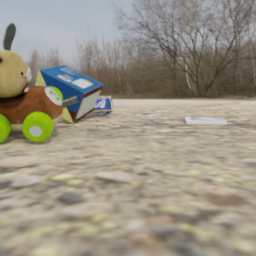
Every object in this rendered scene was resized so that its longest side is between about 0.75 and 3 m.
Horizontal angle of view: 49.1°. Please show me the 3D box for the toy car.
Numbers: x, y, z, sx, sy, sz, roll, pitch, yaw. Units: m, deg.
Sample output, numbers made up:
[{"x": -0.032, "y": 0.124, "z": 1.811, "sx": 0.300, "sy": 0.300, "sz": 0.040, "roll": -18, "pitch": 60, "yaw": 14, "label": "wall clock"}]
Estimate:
[{"x": -2.720, "y": -1.198, "z": 6.920, "sx": 1.977, "sy": 2.506, "sz": 2.058, "roll": -2, "pitch": 30, "yaw": -3, "label": "toy car"}]

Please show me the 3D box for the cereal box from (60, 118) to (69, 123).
[{"x": -2.627, "y": -0.354, "z": 12.075, "sx": 0.612, "sy": 0.168, "sz": 0.850, "roll": -4, "pitch": 9, "yaw": -25, "label": "cereal box"}]

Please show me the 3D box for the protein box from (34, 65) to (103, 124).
[{"x": -2.525, "y": -1.510, "z": 11.883, "sx": 2.088, "sy": 1.419, "sz": 2.104, "roll": 27, "pitch": 23, "yaw": 6, "label": "protein box"}]

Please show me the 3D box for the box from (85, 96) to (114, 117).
[{"x": -2.051, "y": -1.054, "z": 14.038, "sx": 2.499, "sy": 0.803, "sz": 0.875, "roll": -5, "pitch": -13, "yaw": -21, "label": "box"}]

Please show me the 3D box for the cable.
[{"x": -2.943, "y": -0.554, "z": 8.721, "sx": 2.738, "sy": 0.689, "sz": 1.330, "roll": -25, "pitch": 6, "yaw": -6, "label": "cable"}]

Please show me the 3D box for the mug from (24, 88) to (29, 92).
[{"x": -5.156, "y": -1.051, "z": 13.729, "sx": 1.679, "sy": 2.234, "sz": 2.517, "roll": -44, "pitch": -19, "yaw": 24, "label": "mug"}]

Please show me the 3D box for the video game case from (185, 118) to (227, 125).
[{"x": 3.158, "y": -0.296, "z": 11.603, "sx": 1.541, "sy": 0.177, "sz": 1.404, "roll": 1, "pitch": 8, "yaw": 9, "label": "video game case"}]
